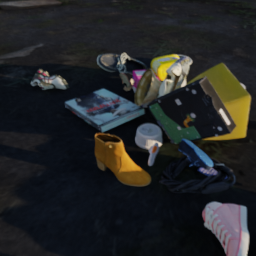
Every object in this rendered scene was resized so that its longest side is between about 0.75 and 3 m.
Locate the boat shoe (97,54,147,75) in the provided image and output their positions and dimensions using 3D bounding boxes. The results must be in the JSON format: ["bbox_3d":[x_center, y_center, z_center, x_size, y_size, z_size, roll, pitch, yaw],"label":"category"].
[{"bbox_3d":[-0.250,-3.078,13.636,2.526,0.946,0.781,12,-3,-28],"label":"boat shoe"}]

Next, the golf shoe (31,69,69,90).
[{"bbox_3d":[-3.736,-2.106,13.443,1.988,0.767,0.876,20,64,24],"label":"golf shoe"}]

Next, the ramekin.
[{"bbox_3d":[0.747,0.272,10.075,0.991,0.520,0.991,0,36,0],"label":"ramekin"}]

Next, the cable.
[{"bbox_3d":[1.940,1.326,8.388,2.147,0.545,1.752,-9,27,-5],"label":"cable"}]

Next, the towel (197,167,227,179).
[{"bbox_3d":[2.727,1.363,8.876,0.874,0.104,0.633,25,43,33],"label":"towel"}]

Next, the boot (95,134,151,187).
[{"bbox_3d":[-0.177,0.935,8.339,1.904,1.363,0.670,19,44,17],"label":"boot"}]

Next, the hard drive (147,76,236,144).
[{"bbox_3d":[1.909,-0.421,8.949,0.485,1.792,2.565,-41,11,-32],"label":"hard drive"}]

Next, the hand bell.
[{"bbox_3d":[1.863,-1.187,11.373,2.892,1.506,1.506,17,31,-20],"label":"hand bell"}]

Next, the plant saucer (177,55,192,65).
[{"bbox_3d":[2.738,-3.627,15.680,1.608,0.404,1.608,-1,35,0],"label":"plant saucer"}]

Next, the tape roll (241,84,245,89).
[{"bbox_3d":[4.750,-1.616,12.651,0.906,0.622,0.906,0,35,0],"label":"tape roll"}]

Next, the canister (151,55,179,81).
[{"bbox_3d":[1.896,-2.853,13.253,1.439,0.838,1.937,-11,21,2],"label":"canister"}]

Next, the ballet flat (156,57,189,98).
[{"bbox_3d":[1.592,-1.721,10.126,0.779,2.166,0.779,23,-5,2],"label":"ballet flat"}]

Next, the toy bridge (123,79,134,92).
[{"bbox_3d":[0.056,-1.929,12.586,0.224,0.553,1.644,37,3,-7],"label":"toy bridge"}]

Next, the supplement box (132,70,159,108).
[{"bbox_3d":[0.867,-1.820,12.642,0.973,0.953,1.883,-6,35,-10],"label":"supplement box"}]

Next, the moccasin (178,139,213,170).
[{"bbox_3d":[2.061,0.906,8.649,0.601,0.509,1.494,21,18,-26],"label":"moccasin"}]

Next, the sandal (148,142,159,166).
[{"bbox_3d":[0.754,0.833,9.145,0.237,0.317,0.828,7,65,39],"label":"sandal"}]

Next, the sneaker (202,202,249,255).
[{"bbox_3d":[2.250,2.445,6.640,1.059,0.762,2.026,10,20,18],"label":"sneaker"}]

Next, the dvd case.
[{"bbox_3d":[-1.034,-0.826,11.611,2.101,0.317,2.878,-24,38,-30],"label":"dvd case"}]

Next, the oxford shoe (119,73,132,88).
[{"bbox_3d":[-0.154,-1.957,11.560,0.281,0.265,0.751,-31,74,-27],"label":"oxford shoe"}]

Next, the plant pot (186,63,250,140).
[{"bbox_3d":[2.961,-0.745,10.181,1.835,2.080,2.080,-17,46,0],"label":"plant pot"}]

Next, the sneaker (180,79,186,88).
[{"bbox_3d":[2.152,-1.852,12.814,0.933,0.821,2.206,2,35,3],"label":"sneaker"}]
